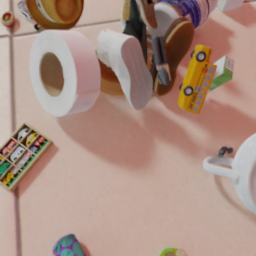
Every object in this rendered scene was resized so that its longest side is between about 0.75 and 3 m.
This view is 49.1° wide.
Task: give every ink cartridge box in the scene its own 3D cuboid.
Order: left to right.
[{"bbox_3d":[2.771,-1.651,9.104,0.410,1.383,0.718,26,63,-18],"label":"ink cartridge box"},{"bbox_3d":[4.156,-5.853,11.797,1.051,1.032,1.427,-23,67,-10],"label":"ink cartridge box"}]

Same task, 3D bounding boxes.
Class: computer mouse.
[{"bbox_3d":[-3.951,-4.725,11.667,1.615,0.354,0.885,41,76,11],"label":"computer mouse"}]

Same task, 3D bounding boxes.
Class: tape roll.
[{"bbox_3d":[-2.028,-1.680,8.773,0.922,2.635,2.635,-17,61,-45],"label":"tape roll"}]

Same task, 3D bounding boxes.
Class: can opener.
[{"bbox_3d":[1.003,-1.941,8.066,0.377,0.472,1.413,-17,108,-15],"label":"can opener"},{"bbox_3d":[3.087,0.723,8.813,0.314,0.939,0.250,14,108,28],"label":"can opener"}]

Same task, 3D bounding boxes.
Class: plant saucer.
[{"bbox_3d":[-0.356,-2.346,10.464,2.432,0.455,2.432,0,64,1],"label":"plant saucer"}]

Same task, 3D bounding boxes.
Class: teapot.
[{"bbox_3d":[4.135,1.190,7.975,2.808,2.078,2.845,-44,95,8],"label":"teapot"}]

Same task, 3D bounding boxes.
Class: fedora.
[{"bbox_3d":[-2.197,-4.170,9.128,2.256,2.256,0.920,-39,47,-16],"label":"fedora"}]

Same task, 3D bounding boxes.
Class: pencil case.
[{"bbox_3d":[-1.393,3.698,7.460,0.744,0.685,1.609,-25,65,-31],"label":"pencil case"}]

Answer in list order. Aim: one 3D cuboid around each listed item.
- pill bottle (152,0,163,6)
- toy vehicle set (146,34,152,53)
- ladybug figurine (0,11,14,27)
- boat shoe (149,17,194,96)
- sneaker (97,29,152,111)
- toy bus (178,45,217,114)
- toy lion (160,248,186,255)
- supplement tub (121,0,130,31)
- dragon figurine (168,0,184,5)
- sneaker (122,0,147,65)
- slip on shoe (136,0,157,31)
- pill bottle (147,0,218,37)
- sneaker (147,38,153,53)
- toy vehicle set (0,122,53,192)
[{"bbox_3d":[1.098,-5.445,11.741,1.375,0.797,0.797,-12,65,-6],"label":"pill bottle"},{"bbox_3d":[0.872,-3.369,11.133,0.526,0.112,0.847,-10,65,-4],"label":"toy vehicle set"},{"bbox_3d":[-4.951,-4.449,11.543,0.554,0.294,0.816,3,65,2],"label":"ladybug figurine"},{"bbox_3d":[1.199,-2.346,9.082,1.022,2.903,1.021,-12,57,-23],"label":"boat shoe"},{"bbox_3d":[-0.128,-1.883,8.944,0.986,2.675,1.546,-36,48,-19],"label":"sneaker"},{"bbox_3d":[1.948,-1.359,7.901,0.709,0.589,1.811,15,107,-9],"label":"toy bus"},{"bbox_3d":[1.057,3.823,7.635,1.000,0.358,1.043,2,64,9],"label":"toy lion"},{"bbox_3d":[0.274,-4.419,10.781,1.020,1.403,1.020,8,28,-4],"label":"supplement tub"},{"bbox_3d":[1.558,-4.514,8.924,0.547,0.925,1.860,-39,42,-3],"label":"dragon figurine"},{"bbox_3d":[-0.037,-3.192,9.501,1.319,2.303,0.880,-4,23,-5],"label":"sneaker"},{"bbox_3d":[0.614,-3.641,8.447,0.420,1.387,0.527,-9,28,37],"label":"slip on shoe"},{"bbox_3d":[2.143,-4.427,10.731,1.611,1.611,2.784,40,62,17],"label":"pill bottle"},{"bbox_3d":[1.098,-2.958,10.385,1.392,0.497,0.556,42,40,21],"label":"sneaker"},{"bbox_3d":[-3.534,0.889,9.028,1.237,0.264,1.991,31,68,14],"label":"toy vehicle set"}]
